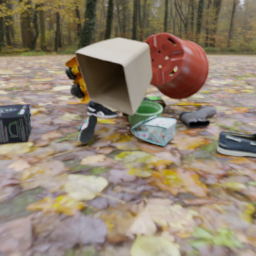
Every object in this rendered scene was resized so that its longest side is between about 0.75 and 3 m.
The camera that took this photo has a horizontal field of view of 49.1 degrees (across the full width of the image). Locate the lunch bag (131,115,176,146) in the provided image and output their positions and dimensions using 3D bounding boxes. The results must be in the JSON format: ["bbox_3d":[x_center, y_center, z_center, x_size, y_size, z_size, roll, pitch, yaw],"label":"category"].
[{"bbox_3d":[0.882,0.035,9.611,1.286,0.784,1.095,12,20,27],"label":"lunch bag"}]

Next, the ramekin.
[{"bbox_3d":[0.651,-0.518,11.174,1.380,0.674,1.380,1,29,-1],"label":"ramekin"}]

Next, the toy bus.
[{"bbox_3d":[-1.836,-2.392,13.543,1.430,2.108,2.024,-24,1,15],"label":"toy bus"}]

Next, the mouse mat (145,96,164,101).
[{"bbox_3d":[1.471,-1.647,15.791,0.924,0.043,1.148,-1,18,-4],"label":"mouse mat"}]

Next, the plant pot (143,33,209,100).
[{"bbox_3d":[1.782,-2.667,11.875,2.727,2.727,2.653,10,5,27],"label":"plant pot"}]

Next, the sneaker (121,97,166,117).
[{"bbox_3d":[0.558,-1.185,12.466,2.323,0.779,1.043,-10,57,-30],"label":"sneaker"}]

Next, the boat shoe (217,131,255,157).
[{"bbox_3d":[3.928,0.437,8.550,2.333,0.721,0.874,3,19,10],"label":"boat shoe"}]

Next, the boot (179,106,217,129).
[{"bbox_3d":[3.026,-0.357,11.329,1.705,0.595,1.122,-15,25,-11],"label":"boot"}]

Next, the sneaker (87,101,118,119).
[{"bbox_3d":[-1.168,-0.898,12.328,1.479,0.827,0.540,8,20,22],"label":"sneaker"}]

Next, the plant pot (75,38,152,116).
[{"bbox_3d":[-0.258,-2.015,9.851,2.079,2.077,1.841,23,54,31],"label":"plant pot"}]

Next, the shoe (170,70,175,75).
[{"bbox_3d":[1.600,-2.402,12.037,0.947,0.331,0.253,13,10,38],"label":"shoe"}]

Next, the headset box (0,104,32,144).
[{"bbox_3d":[-4.593,-0.156,9.921,2.091,0.970,1.821,-4,19,-12],"label":"headset box"}]

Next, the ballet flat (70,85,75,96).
[{"bbox_3d":[-2.434,-2.210,16.340,2.170,0.742,0.738,6,21,16],"label":"ballet flat"}]

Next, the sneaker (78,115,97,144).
[{"bbox_3d":[-1.480,0.164,9.599,0.503,0.726,1.202,31,49,-12],"label":"sneaker"}]
